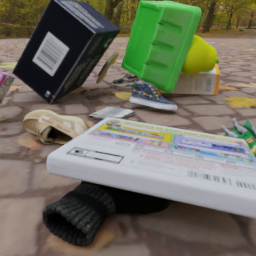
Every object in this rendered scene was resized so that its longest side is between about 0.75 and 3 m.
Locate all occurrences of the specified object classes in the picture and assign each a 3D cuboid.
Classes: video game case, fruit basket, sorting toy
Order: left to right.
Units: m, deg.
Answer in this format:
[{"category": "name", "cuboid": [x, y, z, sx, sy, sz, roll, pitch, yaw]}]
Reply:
[{"category": "sorting toy", "cuboid": [-0.812, -2.525, 11.261, 0.203, 1.130, 1.516, 32, 39, -3]}, {"category": "video game case", "cuboid": [0.582, 0.407, 4.340, 2.724, 0.300, 2.479, 10, 15, 11]}, {"category": "fruit basket", "cuboid": [1.599, -2.748, 9.754, 3.102, 3.102, 2.238, -13, 35, -30]}]

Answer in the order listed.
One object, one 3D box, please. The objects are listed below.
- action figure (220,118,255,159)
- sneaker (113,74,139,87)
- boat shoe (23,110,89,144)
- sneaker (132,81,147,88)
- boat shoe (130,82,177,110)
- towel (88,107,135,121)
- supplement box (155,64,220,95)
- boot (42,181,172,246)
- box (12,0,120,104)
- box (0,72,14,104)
[{"category": "action figure", "cuboid": [2.503, 0.266, 5.899, 0.899, 0.416, 1.523, -35, 24, 6]}, {"category": "sneaker", "cuboid": [-0.099, -2.073, 12.015, 1.150, 0.497, 0.462, -5, 20, -12]}, {"category": "boat shoe", "cuboid": [-1.788, 0.016, 6.395, 1.849, 0.659, 0.597, 5, 37, 28]}, {"category": "sneaker", "cuboid": [0.460, -1.596, 10.918, 0.424, 0.389, 0.996, -14, 11, -21]}, {"category": "boat shoe", "cuboid": [0.805, -0.993, 8.610, 1.551, 0.704, 0.549, 15, 7, 22]}, {"category": "towel", "cuboid": [-0.482, -0.421, 8.201, 1.000, 0.179, 1.039, 13, 25, 29]}, {"category": "supplement box", "cuboid": [2.280, -2.011, 11.049, 2.380, 0.875, 1.500, 4, 32, 9]}, {"category": "boot", "cuboid": [-0.238, 1.078, 3.758, 1.513, 0.569, 1.131, -2, 13, 21]}, {"category": "box", "cuboid": [-2.077, -2.778, 9.976, 1.730, 2.897, 2.946, 39, 25, -2]}, {"category": "box", "cuboid": [-3.530, -0.913, 7.461, 0.235, 1.201, 0.821, 29, 1, -6]}]
